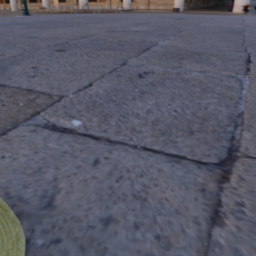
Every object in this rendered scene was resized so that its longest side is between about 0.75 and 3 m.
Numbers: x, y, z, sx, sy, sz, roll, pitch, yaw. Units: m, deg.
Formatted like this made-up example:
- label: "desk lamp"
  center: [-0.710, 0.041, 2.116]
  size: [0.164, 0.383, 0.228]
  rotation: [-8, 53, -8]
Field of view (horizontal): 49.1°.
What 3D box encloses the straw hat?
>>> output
- label: "straw hat"
  center: [-3.204, 2.103, 4.630]
  size: [2.804, 1.187, 2.804]
  rotation: [38, 11, -8]
